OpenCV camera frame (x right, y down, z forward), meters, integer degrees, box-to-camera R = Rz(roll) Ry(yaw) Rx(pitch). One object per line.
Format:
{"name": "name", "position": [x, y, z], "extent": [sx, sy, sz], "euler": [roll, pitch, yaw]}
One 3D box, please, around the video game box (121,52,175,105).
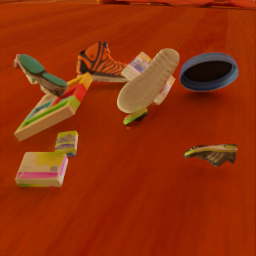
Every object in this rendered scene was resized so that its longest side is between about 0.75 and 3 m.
{"name": "video game box", "position": [0.830, -1.949, 10.630], "extent": [1.767, 0.454, 1.939], "euler": [40, 36, -6]}

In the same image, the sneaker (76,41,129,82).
{"name": "sneaker", "position": [-0.610, -2.666, 11.256], "extent": [2.881, 1.614, 1.118], "euler": [0, 9, -10]}

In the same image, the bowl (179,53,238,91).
{"name": "bowl", "position": [2.905, -2.011, 10.193], "extent": [2.055, 2.055, 0.403], "euler": [0, 68, 1]}

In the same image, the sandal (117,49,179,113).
{"name": "sandal", "position": [0.762, -1.446, 9.280], "extent": [2.602, 0.640, 1.059], "euler": [-45, 71, 3]}

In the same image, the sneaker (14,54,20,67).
{"name": "sneaker", "position": [-5.286, -3.299, 13.793], "extent": [0.466, 0.424, 1.055], "euler": [0, 35, -12]}

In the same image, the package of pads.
{"name": "package of pads", "position": [-1.991, 0.946, 6.532], "extent": [1.047, 0.357, 0.809], "euler": [-1, 48, 7]}

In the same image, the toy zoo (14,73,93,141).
{"name": "toy zoo", "position": [-2.184, -0.858, 8.858], "extent": [1.953, 0.305, 2.977], "euler": [-23, 26, 20]}

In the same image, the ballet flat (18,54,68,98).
{"name": "ballet flat", "position": [-1.398, -0.789, 4.456], "extent": [0.976, 0.351, 0.351], "euler": [35, 41, 12]}

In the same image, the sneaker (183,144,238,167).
{"name": "sneaker", "position": [1.942, 0.660, 6.562], "extent": [1.263, 0.511, 0.467], "euler": [-4, 0, 5]}

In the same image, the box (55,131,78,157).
{"name": "box", "position": [-1.686, 0.436, 7.675], "extent": [0.545, 0.213, 0.895], "euler": [-9, 34, -1]}

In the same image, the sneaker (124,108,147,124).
{"name": "sneaker", "position": [0.263, -0.307, 8.844], "extent": [0.845, 0.354, 0.324], "euler": [-27, 38, -6]}
